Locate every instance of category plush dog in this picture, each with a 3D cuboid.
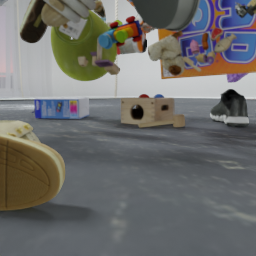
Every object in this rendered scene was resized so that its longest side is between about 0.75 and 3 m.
[{"bbox_3d":[0.994,-1.610,6.352,0.835,0.893,1.040,-22,13,19],"label":"plush dog"}]

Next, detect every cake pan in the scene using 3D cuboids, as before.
[{"bbox_3d":[0.499,-2.576,4.862,0.347,1.895,1.895,-27,17,-18],"label":"cake pan"}]

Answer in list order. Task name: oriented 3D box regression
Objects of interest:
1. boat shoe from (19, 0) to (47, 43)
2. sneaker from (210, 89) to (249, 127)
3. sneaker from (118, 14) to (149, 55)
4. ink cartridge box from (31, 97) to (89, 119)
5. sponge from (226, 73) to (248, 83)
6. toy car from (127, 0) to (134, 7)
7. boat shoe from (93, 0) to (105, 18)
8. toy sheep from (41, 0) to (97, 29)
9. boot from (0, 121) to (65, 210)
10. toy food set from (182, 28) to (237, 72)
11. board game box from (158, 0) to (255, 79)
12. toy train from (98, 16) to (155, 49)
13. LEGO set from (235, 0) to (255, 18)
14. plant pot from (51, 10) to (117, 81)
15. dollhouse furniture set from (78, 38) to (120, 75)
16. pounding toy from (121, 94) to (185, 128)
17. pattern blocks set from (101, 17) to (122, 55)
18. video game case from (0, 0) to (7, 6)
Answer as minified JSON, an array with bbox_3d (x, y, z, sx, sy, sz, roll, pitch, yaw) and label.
[{"bbox_3d":[-2.288,-3.335,7.511,2.226,0.848,0.798,-35,-34,29],"label":"boat shoe"},{"bbox_3d":[3.519,-0.763,9.764,0.863,1.176,2.598,1,8,2],"label":"sneaker"},{"bbox_3d":[0.199,-3.928,11.335,1.146,0.943,2.491,-5,49,25],"label":"sneaker"},{"bbox_3d":[-2.885,-0.863,11.706,2.208,0.843,1.506,3,8,8],"label":"ink cartridge box"},{"bbox_3d":[4.003,-3.250,10.201,0.428,2.873,1.603,-1,-14,-11],"label":"sponge"},{"bbox_3d":[-0.316,-3.145,6.853,1.462,0.717,0.487,-10,28,26],"label":"toy car"},{"bbox_3d":[-0.789,-3.234,7.652,0.305,0.263,0.835,-26,4,7],"label":"boat shoe"},{"bbox_3d":[-1.038,-2.627,5.202,1.176,1.706,1.176,39,11,-9],"label":"toy sheep"},{"bbox_3d":[-1.477,0.323,3.463,2.113,0.769,1.642,-2,7,16],"label":"boot"},{"bbox_3d":[1.679,-1.730,5.901,0.681,1.071,0.169,43,-1,19],"label":"toy food set"},{"bbox_3d":[2.602,-2.938,7.417,2.882,2.879,2.880,1,14,28],"label":"board game box"},{"bbox_3d":[0.032,-2.863,8.379,1.810,0.766,1.047,-4,28,33],"label":"toy train"},{"bbox_3d":[1.888,-2.326,3.400,1.249,1.923,0.545,-6,54,-40],"label":"LEGO set"},{"bbox_3d":[-1.687,-3.141,9.929,2.531,2.531,2.705,0,0,-1],"label":"plant pot"},{"bbox_3d":[-0.869,-2.369,9.285,1.067,0.955,1.346,-1,-8,19],"label":"dollhouse furniture set"},{"bbox_3d":[0.859,-0.610,9.253,2.211,1.011,1.942,5,9,35],"label":"pounding toy"},{"bbox_3d":[-0.769,-4.221,12.729,1.679,1.476,0.136,21,22,-29],"label":"pattern blocks set"},{"bbox_3d":[-2.449,-3.015,5.081,1.792,1.968,0.217,-33,-24,11],"label":"video game case"}]
